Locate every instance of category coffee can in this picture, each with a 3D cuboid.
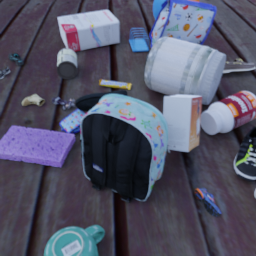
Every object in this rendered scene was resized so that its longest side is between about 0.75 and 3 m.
[{"bbox_3d":[-2.822,-2.968,12.968,0.912,0.912,1.246,-6,43,-6],"label":"coffee can"}]

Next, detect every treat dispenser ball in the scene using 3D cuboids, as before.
[{"bbox_3d":[2.729,-6.869,16.016,2.638,2.638,2.638,0,43,0],"label":"treat dispenser ball"}]

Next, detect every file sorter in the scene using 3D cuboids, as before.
[{"bbox_3d":[0.584,-4.675,14.863,0.854,0.755,1.230,-5,45,-9],"label":"file sorter"}]

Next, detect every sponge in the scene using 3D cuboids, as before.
[{"bbox_3d":[-3.141,0.603,9.517,2.376,0.354,1.325,8,42,8],"label":"sponge"}]

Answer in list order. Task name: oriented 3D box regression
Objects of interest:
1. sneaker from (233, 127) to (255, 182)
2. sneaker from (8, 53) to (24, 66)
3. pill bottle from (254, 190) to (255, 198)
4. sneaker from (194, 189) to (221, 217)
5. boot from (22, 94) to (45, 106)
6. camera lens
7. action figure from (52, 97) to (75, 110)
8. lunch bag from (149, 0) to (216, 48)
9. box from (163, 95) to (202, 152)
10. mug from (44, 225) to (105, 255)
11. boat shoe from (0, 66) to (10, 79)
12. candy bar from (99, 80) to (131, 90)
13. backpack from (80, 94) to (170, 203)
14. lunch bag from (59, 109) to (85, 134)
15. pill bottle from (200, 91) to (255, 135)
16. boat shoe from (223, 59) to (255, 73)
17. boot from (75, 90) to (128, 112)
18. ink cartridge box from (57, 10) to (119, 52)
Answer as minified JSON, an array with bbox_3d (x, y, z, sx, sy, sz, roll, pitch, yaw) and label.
[{"bbox_3d":[3.924,0.715,8.984,0.774,0.894,2.160,15,45,16],"label":"sneaker"},{"bbox_3d":[-5.586,-3.520,13.905,1.223,0.485,0.461,33,54,32],"label":"sneaker"},{"bbox_3d":[4.810,2.124,6.936,1.611,1.611,2.831,-24,47,-24],"label":"pill bottle"},{"bbox_3d":[2.312,2.065,7.936,0.383,0.368,0.977,-15,47,-23],"label":"sneaker"},{"bbox_3d":[-3.840,-1.038,11.362,0.598,0.280,0.769,29,46,28],"label":"boot"},{"bbox_3d":[2.197,-2.300,11.250,2.782,2.225,2.225,21,47,21],"label":"camera lens"},{"bbox_3d":[-2.562,-1.007,11.306,0.954,0.331,0.621,17,38,13],"label":"action figure"},{"bbox_3d":[2.479,-4.728,13.067,2.301,2.706,1.676,3,61,-14],"label":"lunch bag"},{"bbox_3d":[1.732,-0.194,8.946,0.881,1.657,1.262,7,12,28],"label":"box"},{"bbox_3d":[-1.303,2.868,6.610,1.211,0.912,1.474,6,43,8],"label":"mug"},{"bbox_3d":[-5.860,-2.548,12.980,0.355,0.290,0.960,17,45,18],"label":"boat shoe"},{"bbox_3d":[-0.586,-1.898,12.287,1.433,0.159,0.357,9,60,1],"label":"candy bar"},{"bbox_3d":[-0.073,0.417,7.923,2.453,2.764,2.081,19,46,21],"label":"backpack"},{"bbox_3d":[-1.997,-0.169,10.284,1.018,0.479,0.767,-31,48,-23],"label":"lunch bag"},{"bbox_3d":[3.652,-0.505,10.133,2.026,1.145,1.145,-23,47,-22],"label":"pill bottle"},{"bbox_3d":[4.975,-2.898,13.002,1.937,0.576,0.696,-7,11,-4],"label":"boat shoe"},{"bbox_3d":[-0.802,-0.361,9.966,2.107,0.780,1.727,-9,72,2],"label":"boot"},{"bbox_3d":[-2.145,-5.322,15.269,2.912,1.247,2.149,-14,44,-14],"label":"ink cartridge box"}]
